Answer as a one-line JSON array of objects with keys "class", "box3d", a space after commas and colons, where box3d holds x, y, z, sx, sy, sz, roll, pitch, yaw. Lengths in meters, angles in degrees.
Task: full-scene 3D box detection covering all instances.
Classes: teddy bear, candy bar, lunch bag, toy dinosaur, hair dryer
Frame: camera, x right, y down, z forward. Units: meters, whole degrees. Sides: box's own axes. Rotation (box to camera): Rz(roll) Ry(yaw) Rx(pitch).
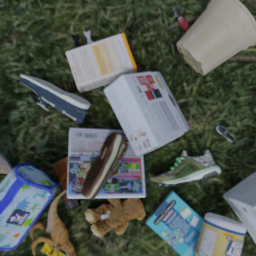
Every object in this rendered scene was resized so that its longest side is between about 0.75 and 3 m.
[{"class": "teddy bear", "box3d": [-0.471, 3.014, 9.862, 2.115, 0.706, 1.534, -41, 82, 2]}, {"class": "candy bar", "box3d": [-2.240, 4.627, 9.842, 1.791, 0.199, 0.447, 32, 86, 3]}, {"class": "lunch bag", "box3d": [-3.576, 2.420, 8.851, 1.726, 2.709, 2.303, 34, 83, 4]}, {"class": "toy dinosaur", "box3d": [-2.477, 3.363, 9.337, 1.579, 0.898, 2.973, -16, 111, -12]}, {"class": "hair dryer", "box3d": [2.084, -4.217, 10.750, 0.305, 0.855, 1.123, -19, 106, 34]}]

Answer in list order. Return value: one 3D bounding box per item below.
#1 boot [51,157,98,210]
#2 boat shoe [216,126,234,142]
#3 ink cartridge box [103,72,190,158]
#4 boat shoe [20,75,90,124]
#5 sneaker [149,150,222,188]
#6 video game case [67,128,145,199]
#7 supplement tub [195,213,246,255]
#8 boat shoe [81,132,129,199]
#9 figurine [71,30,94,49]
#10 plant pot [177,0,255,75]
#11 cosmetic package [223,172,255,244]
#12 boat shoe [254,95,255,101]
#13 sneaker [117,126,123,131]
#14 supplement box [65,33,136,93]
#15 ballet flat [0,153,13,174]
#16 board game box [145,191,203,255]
[{"class": "boot", "box3d": [-1.695, 1.803, 10.142, 1.705, 0.620, 1.811, -24, 73, 0]}, {"class": "boat shoe", "box3d": [3.631, 0.193, 10.355, 0.796, 0.282, 0.287, 41, 85, 6]}, {"class": "ink cartridge box", "box3d": [0.736, -0.588, 9.835, 1.080, 2.262, 2.577, -32, 81, 41]}, {"class": "boat shoe", "box3d": [-2.722, -1.067, 10.079, 2.832, 1.060, 0.876, 25, 104, 4]}, {"class": "sneaker", "box3d": [1.937, 1.425, 9.988, 2.588, 0.995, 1.147, -11, 71, -7]}, {"class": "video game case", "box3d": [-0.722, 1.173, 9.430, 2.553, 0.293, 2.326, 3, 68, -14]}, {"class": "supplement tub", "box3d": [2.894, 3.789, 8.929, 1.306, 1.306, 1.806, 16, 84, 2]}, {"class": "boat shoe", "box3d": [-0.595, 1.264, 8.814, 0.848, 0.846, 2.291, 39, 65, -26]}, {"class": "figurine", "box3d": [-1.720, -3.323, 10.791, 0.831, 0.358, 0.811, -18, 79, -3]}, {"class": "plant pot", "box3d": [2.986, -3.137, 9.961, 2.114, 2.309, 2.309, -41, 84, 6]}, {"class": "cosmetic package", "box3d": [4.935, 2.578, 8.785, 2.308, 2.775, 2.322, -33, 83, -3]}, {"class": "boat shoe", "box3d": [5.592, -0.391, 10.201, 0.757, 0.897, 2.516, -33, 98, 40]}, {"class": "sneaker", "box3d": [-0.454, 0.466, 10.205, 0.441, 0.515, 1.243, 38, 84, 3]}, {"class": "supplement box", "box3d": [-0.982, -2.380, 10.393, 2.280, 0.838, 1.437, -18, 83, -2]}, {"class": "ballet flat", "box3d": [-4.822, 0.884, 9.275, 0.836, 0.826, 2.455, -5, 127, 29]}, {"class": "board game box", "box3d": [1.804, 3.433, 9.857, 1.934, 0.454, 1.460, 42, 84, 5]}]
